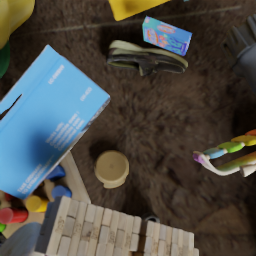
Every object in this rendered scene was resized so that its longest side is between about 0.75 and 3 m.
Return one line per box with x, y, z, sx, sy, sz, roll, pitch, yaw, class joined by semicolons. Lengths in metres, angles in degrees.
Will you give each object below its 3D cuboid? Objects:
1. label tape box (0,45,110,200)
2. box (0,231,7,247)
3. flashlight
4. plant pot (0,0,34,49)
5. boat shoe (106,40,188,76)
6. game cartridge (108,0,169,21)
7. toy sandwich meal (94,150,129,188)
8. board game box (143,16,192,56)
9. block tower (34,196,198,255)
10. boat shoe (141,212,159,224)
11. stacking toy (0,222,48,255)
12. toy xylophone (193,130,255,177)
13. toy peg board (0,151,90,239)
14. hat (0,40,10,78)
-1.276;0.016;4.582;0.913;2.884;2.080;40;92;-5;label tape box
-2.613;1.991;4.917;0.903;0.356;0.637;33;92;28;box
2.341;-0.496;4.018;0.909;0.913;2.686;-11;65;-10;flashlight
-2.824;-2.406;5.296;1.915;1.915;1.802;24;38;6;plant pot
0.470;-1.736;7.560;2.203;0.806;0.714;15;81;13;boat shoe
0.496;-3.086;4.699;2.221;2.519;0.409;-20;74;4;game cartridge
-0.394;1.020;6.988;0.947;0.324;0.947;0;71;0;toy sandwich meal
0.652;-1.558;4.800;0.797;0.606;0.179;24;86;8;board game box
-0.062;1.475;3.623;2.266;0.655;0.612;28;58;-31;block tower
0.091;2.660;6.412;0.578;0.492;1.728;38;78;10;boat shoe
-0.756;2.564;4.189;2.630;1.123;1.123;46;77;-22;stacking toy
2.342;0.329;5.160;2.151;1.575;0.540;-22;87;-6;toy xylophone
-2.609;1.104;6.447;2.597;1.276;2.608;-24;76;-6;toy peg board
-4.488;-2.443;7.989;1.992;2.117;2.405;-12;109;-20;hat
